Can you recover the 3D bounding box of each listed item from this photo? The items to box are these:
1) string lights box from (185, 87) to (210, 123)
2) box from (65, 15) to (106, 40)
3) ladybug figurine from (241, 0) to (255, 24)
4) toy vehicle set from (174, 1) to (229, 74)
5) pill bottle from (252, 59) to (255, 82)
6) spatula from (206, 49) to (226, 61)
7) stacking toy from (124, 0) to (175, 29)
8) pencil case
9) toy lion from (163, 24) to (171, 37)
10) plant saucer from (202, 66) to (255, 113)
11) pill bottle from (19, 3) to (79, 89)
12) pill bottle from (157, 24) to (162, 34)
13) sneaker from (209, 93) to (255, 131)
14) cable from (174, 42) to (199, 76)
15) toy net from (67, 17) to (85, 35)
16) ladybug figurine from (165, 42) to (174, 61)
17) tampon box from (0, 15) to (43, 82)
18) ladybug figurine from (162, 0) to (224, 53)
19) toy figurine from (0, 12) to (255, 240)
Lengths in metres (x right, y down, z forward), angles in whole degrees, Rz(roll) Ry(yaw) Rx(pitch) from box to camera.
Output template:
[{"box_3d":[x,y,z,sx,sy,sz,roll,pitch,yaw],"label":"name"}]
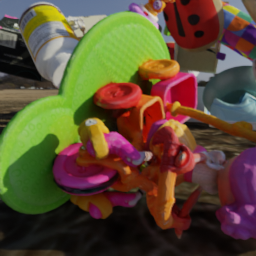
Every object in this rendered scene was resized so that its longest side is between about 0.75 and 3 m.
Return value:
[{"box_3d":[3.272,-1.046,12.086,0.801,1.397,2.718,4,8,30],"label":"string lights box"},{"box_3d":[-2.098,-4.082,11.811,2.543,0.869,1.045,-17,3,-32],"label":"box"},{"box_3d":[3.809,-3.038,6.954,1.942,2.862,1.029,-10,-23,-38],"label":"ladybug figurine"},{"box_3d":[2.694,-3.406,10.496,1.603,2.580,0.342,9,12,7],"label":"toy vehicle set"},{"box_3d":[4.365,-1.787,8.148,1.285,0.744,0.744,-8,2,35],"label":"pill bottle"},{"box_3d":[2.886,-2.546,9.473,0.101,0.279,0.986,-25,47,-22],"label":"spatula"},{"box_3d":[0.204,-2.308,6.459,2.417,1.403,1.327,-44,2,26],"label":"stacking toy"},{"box_3d":[3.369,-3.214,9.108,2.878,1.272,1.272,37,19,14],"label":"pencil case"},{"box_3d":[1.687,-4.170,10.699,0.465,1.354,1.298,28,28,11],"label":"toy lion"},{"box_3d":[3.919,-0.937,9.755,2.607,2.607,0.502,2,46,16],"label":"plant saucer"},{"box_3d":[-1.864,-2.051,7.105,1.261,1.261,2.309,-6,52,-37],"label":"pill bottle"},{"box_3d":[1.161,-4.368,13.063,0.640,0.640,1.144,-2,-4,-16],"label":"pill bottle"},{"box_3d":[4.093,-0.534,9.014,2.849,1.167,1.053,1,8,6],"label":"sneaker"},{"box_3d":[2.613,-3.187,11.890,0.756,2.184,2.184,10,4,29],"label":"cable"},{"box_3d":[-1.072,-2.772,7.965,1.346,0.706,0.260,35,-16,-28],"label":"toy net"},{"box_3d":[1.864,-3.296,13.132,0.680,1.889,1.282,16,-36,-31],"label":"ladybug figurine"},{"box_3d":[-3.496,-2.701,9.318,1.607,1.354,2.144,10,28,-20],"label":"tampon box"},{"box_3d":[1.549,-2.875,7.166,1.657,0.878,2.442,24,-22,39],"label":"ladybug figurine"},{"box_3d":[0.718,0.154,2.511,2.580,2.105,2.804,17,38,35],"label":"toy figurine"}]
